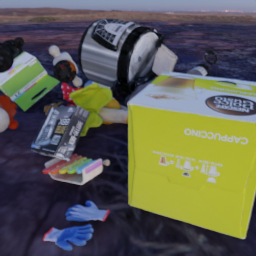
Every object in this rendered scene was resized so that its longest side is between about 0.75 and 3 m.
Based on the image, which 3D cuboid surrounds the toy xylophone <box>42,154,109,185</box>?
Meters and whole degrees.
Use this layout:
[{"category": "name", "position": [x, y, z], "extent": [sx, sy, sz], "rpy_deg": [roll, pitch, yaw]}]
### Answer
[{"category": "toy xylophone", "position": [-1.086, 0.833, 6.074], "extent": [1.456, 0.366, 1.066], "rpy_deg": [-4, 17, 34]}]

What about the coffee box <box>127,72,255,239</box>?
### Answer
[{"category": "coffee box", "position": [1.349, 0.314, 5.356], "extent": [2.147, 2.150, 2.126], "rpy_deg": [10, 27, 21]}]

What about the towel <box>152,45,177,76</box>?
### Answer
[{"category": "towel", "position": [1.122, -1.986, 8.756], "extent": [0.184, 1.068, 0.708], "rpy_deg": [-30, 63, -28]}]

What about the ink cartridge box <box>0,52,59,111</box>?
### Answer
[{"category": "ink cartridge box", "position": [-3.870, -1.807, 10.475], "extent": [1.725, 0.884, 2.334], "rpy_deg": [-44, 43, -15]}]

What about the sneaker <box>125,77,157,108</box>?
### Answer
[{"category": "sneaker", "position": [0.648, -1.141, 9.452], "extent": [1.196, 1.126, 2.921], "rpy_deg": [-6, 7, 19]}]

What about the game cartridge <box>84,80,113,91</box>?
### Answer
[{"category": "game cartridge", "position": [-1.069, -1.931, 12.338], "extent": [1.230, 0.373, 1.845], "rpy_deg": [9, 26, 23]}]

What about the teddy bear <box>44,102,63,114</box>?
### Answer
[{"category": "teddy bear", "position": [-2.489, -0.640, 9.465], "extent": [0.952, 0.318, 0.690], "rpy_deg": [-2, 26, 38]}]

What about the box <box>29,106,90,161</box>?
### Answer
[{"category": "box", "position": [-1.618, 0.097, 6.497], "extent": [0.372, 1.180, 1.496], "rpy_deg": [33, -18, -35]}]

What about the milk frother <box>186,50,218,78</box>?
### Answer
[{"category": "milk frother", "position": [3.276, -2.627, 12.379], "extent": [1.249, 1.384, 1.301], "rpy_deg": [1, 23, 30]}]

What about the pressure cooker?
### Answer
[{"category": "pressure cooker", "position": [-0.059, -2.714, 10.818], "extent": [2.988, 2.628, 2.669], "rpy_deg": [23, 23, 27]}]

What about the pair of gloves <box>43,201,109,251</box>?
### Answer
[{"category": "pair of gloves", "position": [-0.849, 1.611, 4.761], "extent": [0.896, 0.127, 1.114], "rpy_deg": [-5, 22, 28]}]

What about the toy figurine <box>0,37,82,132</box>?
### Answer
[{"category": "toy figurine", "position": [-2.562, -1.005, 7.513], "extent": [2.507, 2.546, 1.771], "rpy_deg": [11, 19, -14]}]

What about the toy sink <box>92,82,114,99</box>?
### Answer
[{"category": "toy sink", "position": [-0.906, -1.125, 9.625], "extent": [0.875, 0.571, 0.490], "rpy_deg": [17, 55, -11]}]

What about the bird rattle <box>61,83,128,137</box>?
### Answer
[{"category": "bird rattle", "position": [-0.999, -0.510, 8.660], "extent": [2.167, 1.497, 2.658], "rpy_deg": [10, 3, -20]}]
